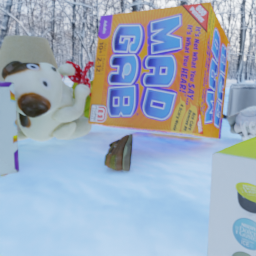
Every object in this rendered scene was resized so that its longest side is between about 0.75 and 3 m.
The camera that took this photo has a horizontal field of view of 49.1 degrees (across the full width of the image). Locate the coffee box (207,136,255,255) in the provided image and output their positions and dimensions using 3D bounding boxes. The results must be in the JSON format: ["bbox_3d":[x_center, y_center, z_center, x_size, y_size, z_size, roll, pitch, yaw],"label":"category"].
[{"bbox_3d":[1.214,0.639,1.607,1.109,1.099,1.111,10,14,44],"label":"coffee box"}]

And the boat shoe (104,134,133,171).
[{"bbox_3d":[-0.151,0.379,4.954,0.440,0.466,1.295,2,10,4],"label":"boat shoe"}]

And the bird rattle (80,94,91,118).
[{"bbox_3d":[-1.009,-0.277,7.425,0.998,0.690,1.225,-4,-31,-37],"label":"bird rattle"}]

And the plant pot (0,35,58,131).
[{"bbox_3d":[-3.084,-1.406,8.700,2.495,2.664,2.495,1,10,0],"label":"plant pot"}]

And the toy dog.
[{"bbox_3d":[-1.828,-0.599,5.859,2.029,1.460,2.093,-20,-18,-10],"label":"toy dog"}]

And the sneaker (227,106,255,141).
[{"bbox_3d":[2.996,0.011,5.865,1.202,1.114,2.966,-10,5,4],"label":"sneaker"}]

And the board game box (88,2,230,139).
[{"bbox_3d":[0.826,-1.053,6.354,2.342,2.340,2.340,6,-2,29],"label":"board game box"}]

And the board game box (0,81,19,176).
[{"bbox_3d":[-3.121,-0.112,4.835,1.432,1.458,2.781,-8,14,-41],"label":"board game box"}]

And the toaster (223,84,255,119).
[{"bbox_3d":[4.253,-0.869,9.660,1.145,1.301,2.014,-9,13,-44],"label":"toaster"}]

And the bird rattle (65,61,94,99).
[{"bbox_3d":[-1.297,-1.096,8.995,1.246,1.803,2.212,-6,-8,-11],"label":"bird rattle"}]
